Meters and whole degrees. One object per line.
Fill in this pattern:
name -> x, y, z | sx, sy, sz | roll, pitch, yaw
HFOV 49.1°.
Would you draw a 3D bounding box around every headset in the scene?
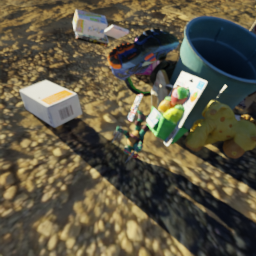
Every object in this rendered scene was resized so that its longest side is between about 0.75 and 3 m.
headset -> 1.203, -2.342, 10.261 | 2.970, 1.834, 1.396 | -26, -4, 30

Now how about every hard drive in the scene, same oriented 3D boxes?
hard drive -> -0.408, -3.137, 9.178 | 0.573, 0.114, 0.869 | 12, 0, -24

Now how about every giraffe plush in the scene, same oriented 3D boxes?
giraffe plush -> 2.359, 0.081, 6.567 | 1.413, 1.743, 1.504 | 34, 41, 5

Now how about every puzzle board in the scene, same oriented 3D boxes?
puzzle board -> 0.182, -0.564, 7.816 | 0.089, 0.768, 1.019 | 21, 3, -7

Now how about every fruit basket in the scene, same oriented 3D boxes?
fruit basket -> 1.079, -0.524, 6.627 | 0.764, 1.629, 1.509 | 19, 15, -16

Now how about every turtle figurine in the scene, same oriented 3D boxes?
turtle figurine -> 0.158, 0.272, 8.330 | 1.125, 0.757, 1.503 | 32, 89, 30

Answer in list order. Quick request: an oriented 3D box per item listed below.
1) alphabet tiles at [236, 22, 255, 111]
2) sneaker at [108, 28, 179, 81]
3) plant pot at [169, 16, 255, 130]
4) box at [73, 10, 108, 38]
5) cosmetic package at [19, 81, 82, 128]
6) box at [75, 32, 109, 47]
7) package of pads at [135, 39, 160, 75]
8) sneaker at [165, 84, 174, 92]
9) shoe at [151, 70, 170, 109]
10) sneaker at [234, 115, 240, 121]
alphabet tiles -> 4.067, -1.965, 9.253 | 2.443, 2.936, 0.093 | 29, 41, 4
sneaker -> 0.496, -2.331, 8.902 | 2.608, 1.023, 0.982 | -27, 61, -18
plant pot -> 2.523, -1.461, 8.724 | 2.778, 2.721, 2.778 | 8, 53, -11
box -> -1.431, -3.881, 10.463 | 1.147, 0.581, 0.645 | 3, 48, -24
cosmetic package -> -2.700, -0.894, 9.668 | 1.123, 0.789, 2.214 | -31, 38, -32
box -> -1.478, -3.728, 11.164 | 1.304, 0.260, 0.892 | 6, 49, -31
package of pads -> 0.783, -3.308, 12.853 | 1.379, 0.866, 2.288 | 5, 39, 11
sneaker -> 1.349, -0.987, 7.992 | 0.801, 0.339, 0.298 | 33, 13, 37
shoe -> 1.017, -0.892, 9.036 | 0.514, 1.927, 0.674 | -10, 25, -13
sneaker -> 3.424, -0.046, 8.708 | 1.598, 0.638, 1.040 | 11, 6, -11
